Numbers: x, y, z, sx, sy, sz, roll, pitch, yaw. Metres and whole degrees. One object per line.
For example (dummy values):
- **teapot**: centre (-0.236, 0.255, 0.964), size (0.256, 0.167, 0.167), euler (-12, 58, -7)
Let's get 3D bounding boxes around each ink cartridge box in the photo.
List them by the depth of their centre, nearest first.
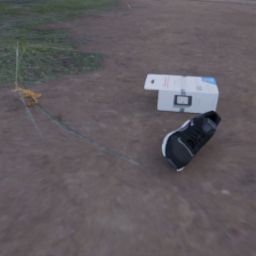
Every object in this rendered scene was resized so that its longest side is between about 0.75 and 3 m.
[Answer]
- **ink cartridge box**: centre (1.843, -1.240, 10.039), size (2.453, 0.818, 1.421), euler (5, 32, 8)

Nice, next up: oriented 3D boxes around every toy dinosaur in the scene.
- **toy dinosaur**: centre (-3.519, -1.163, 10.179), size (0.435, 0.766, 1.442), euler (-24, -18, 24)

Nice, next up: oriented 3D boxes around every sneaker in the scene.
- **sneaker**: centre (1.701, 0.163, 7.268), size (0.877, 1.014, 2.316), euler (48, 43, 0)
